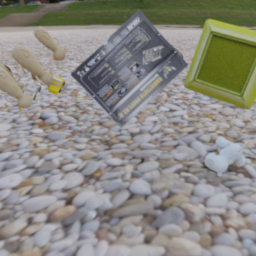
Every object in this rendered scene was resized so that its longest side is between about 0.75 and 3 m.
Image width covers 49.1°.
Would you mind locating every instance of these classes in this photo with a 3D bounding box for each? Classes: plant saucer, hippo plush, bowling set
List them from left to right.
[{"bbox_3d":[-3.051,-1.630,8.357,1.764,1.360,2.534,-12,37,51],"label":"bowling set"},{"bbox_3d":[3.155,1.078,9.021,1.126,1.115,1.400,-42,23,-12],"label":"hippo plush"},{"bbox_3d":[3.823,-2.458,10.798,2.876,2.872,0.689,24,19,20],"label":"plant saucer"}]

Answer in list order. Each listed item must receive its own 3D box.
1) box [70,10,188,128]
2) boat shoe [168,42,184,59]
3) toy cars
[{"bbox_3d":[0.043,-1.790,8.801,2.908,2.303,0.703,-44,5,1],"label":"box"},{"bbox_3d":[1.592,-3.468,12.342,2.097,0.753,0.624,30,9,-12],"label":"boat shoe"},{"bbox_3d":[-2.461,-1.226,8.276,1.502,0.333,0.673,-23,62,-35],"label":"toy cars"}]
